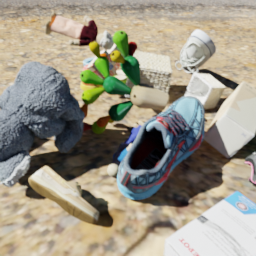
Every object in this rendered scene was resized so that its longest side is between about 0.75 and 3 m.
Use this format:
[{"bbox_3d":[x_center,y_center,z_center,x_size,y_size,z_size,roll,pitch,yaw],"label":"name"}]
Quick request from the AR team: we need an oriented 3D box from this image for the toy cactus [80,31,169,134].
[{"bbox_3d":[-0.134,-1.003,7.634,2.409,2.920,1.493,17,13,-3],"label":"toy cactus"}]

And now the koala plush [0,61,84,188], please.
[{"bbox_3d":[-2.476,-0.087,6.375,2.194,2.273,2.474,43,63,4],"label":"koala plush"}]

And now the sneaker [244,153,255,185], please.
[{"bbox_3d":[3.043,1.157,6.092,0.727,0.602,1.524,-33,45,26],"label":"sneaker"}]

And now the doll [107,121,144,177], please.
[{"bbox_3d":[-0.047,0.511,6.770,0.364,1.024,1.501,39,68,-11],"label":"doll"}]

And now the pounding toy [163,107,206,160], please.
[{"bbox_3d":[1.353,0.076,7.263,1.805,1.036,1.032,-22,42,-33],"label":"pounding toy"}]

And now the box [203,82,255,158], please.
[{"bbox_3d":[2.960,-0.283,7.642,0.856,1.046,2.202,39,42,7],"label":"box"}]

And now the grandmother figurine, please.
[{"bbox_3d":[-1.371,-2.866,8.423,2.004,0.607,1.215,20,75,0],"label":"grandmother figurine"}]

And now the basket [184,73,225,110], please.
[{"bbox_3d":[2.492,-1.196,9.129,0.739,0.919,0.910,-8,44,-30],"label":"basket"}]

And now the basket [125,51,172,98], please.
[{"bbox_3d":[0.722,-1.802,9.764,1.494,1.212,1.507,9,35,-2],"label":"basket"}]

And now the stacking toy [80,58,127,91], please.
[{"bbox_3d":[-0.872,-2.239,10.816,1.909,0.891,2.109,-2,32,-5],"label":"stacking toy"}]

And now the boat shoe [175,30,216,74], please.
[{"bbox_3d":[2.351,-2.596,10.453,1.064,1.228,2.880,43,3,4],"label":"boat shoe"}]

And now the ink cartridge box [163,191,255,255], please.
[{"bbox_3d":[1.665,2.052,4.568,1.829,0.770,1.322,-21,39,-28],"label":"ink cartridge box"}]

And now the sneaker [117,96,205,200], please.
[{"bbox_3d":[0.875,0.240,6.035,1.147,1.382,2.893,31,65,19],"label":"sneaker"}]

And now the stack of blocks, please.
[{"bbox_3d":[-0.706,-2.339,9.861,0.411,0.809,1.405,-1,49,52],"label":"stack of blocks"}]

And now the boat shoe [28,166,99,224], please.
[{"bbox_3d":[-1.185,1.279,5.550,1.584,0.584,0.548,32,51,6],"label":"boat shoe"}]
